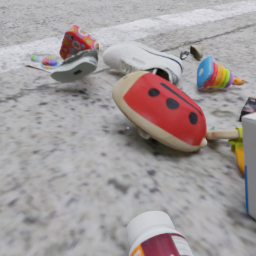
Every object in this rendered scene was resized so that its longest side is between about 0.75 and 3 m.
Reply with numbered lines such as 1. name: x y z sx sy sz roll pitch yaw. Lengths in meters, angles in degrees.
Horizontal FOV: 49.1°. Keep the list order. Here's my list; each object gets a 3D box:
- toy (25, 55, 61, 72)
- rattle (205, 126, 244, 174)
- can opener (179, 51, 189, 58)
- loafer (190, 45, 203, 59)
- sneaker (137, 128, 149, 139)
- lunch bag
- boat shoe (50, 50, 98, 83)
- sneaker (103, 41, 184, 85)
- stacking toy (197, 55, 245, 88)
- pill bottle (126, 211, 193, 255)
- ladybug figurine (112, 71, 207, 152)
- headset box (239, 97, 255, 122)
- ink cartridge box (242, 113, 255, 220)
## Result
1. toy: -3.055 -2.524 10.624 1.563 0.369 0.900 17 38 23
2. rattle: 2.232 0.451 6.404 0.984 1.080 1.512 -21 8 -36
3. can opener: 2.313 -3.049 11.468 0.222 0.278 0.832 16 37 22
4. loafer: 2.862 -3.151 11.471 0.404 0.447 1.182 -8 34 -1
5. sneaker: 0.513 -0.085 6.921 0.357 0.377 0.936 35 36 -7
6. lunch bag: -1.520 -2.469 9.032 1.237 1.405 0.576 37 60 -7
7. boat shoe: -1.599 -1.851 8.435 1.822 0.644 0.580 -10 60 34
8. sneaker: 0.366 -2.087 9.360 2.867 1.095 1.154 15 45 17
9. stacking toy: 2.992 -1.574 8.857 1.533 0.889 0.841 13 63 -11
10. pill bottle: 0.500 1.903 3.683 0.852 0.852 1.493 -9 35 -13
11. ladybug figurine: 0.809 -0.476 6.513 2.587 0.931 1.756 37 32 13
12. headset box: 3.453 -0.403 7.502 0.717 0.372 0.963 19 40 25
13. ink cartridge box: 3.422 0.558 4.249 2.563 1.887 1.854 -14 17 -15
